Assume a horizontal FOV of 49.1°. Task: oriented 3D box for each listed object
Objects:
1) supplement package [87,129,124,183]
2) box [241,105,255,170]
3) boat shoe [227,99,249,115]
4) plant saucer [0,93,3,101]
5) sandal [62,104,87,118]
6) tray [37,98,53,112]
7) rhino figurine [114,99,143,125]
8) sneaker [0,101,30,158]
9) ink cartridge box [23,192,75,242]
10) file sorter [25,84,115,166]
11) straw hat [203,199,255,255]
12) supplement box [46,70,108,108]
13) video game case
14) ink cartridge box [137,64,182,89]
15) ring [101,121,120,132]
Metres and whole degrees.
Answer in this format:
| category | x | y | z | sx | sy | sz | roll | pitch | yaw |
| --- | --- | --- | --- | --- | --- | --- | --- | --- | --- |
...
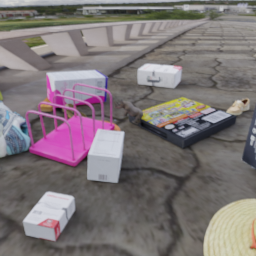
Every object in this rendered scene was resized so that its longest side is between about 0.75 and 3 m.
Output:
| category | x | y | z | sx | sy | sz | roll | pitch | yaw |
| --- | --- | --- | --- | --- | --- | --- | --- | --- | --- |
| supplement package | -0.493 | 0.623 | 6.587 | 0.700 | 0.674 | 1.231 | 7 | 26 | 2 |
| box | 4.515 | 0.512 | 5.636 | 2.986 | 1.554 | 2.719 | -5 | 26 | -19 |
| boat shoe | 3.878 | -0.764 | 9.851 | 1.193 | 0.413 | 0.440 | -22 | 33 | -38 |
| plant saucer | -6.143 | -1.664 | 10.870 | 1.986 | 0.476 | 1.989 | -15 | 51 | -27 |
| sandal | -1.819 | -0.453 | 9.399 | 1.136 | 0.307 | 0.456 | 36 | 47 | 29 |
| tray | -2.929 | -0.887 | 10.380 | 0.504 | 0.189 | 1.021 | 2 | 25 | 3 |
| rhino figurine | 0.003 | -0.536 | 8.445 | 1.024 | 0.448 | 0.306 | 34 | 11 | -8 |
| sneaker | -3.391 | 0.002 | 7.886 | 1.122 | 1.008 | 2.598 | -2 | 32 | -28 |
| ink cartridge box | -1.394 | 1.579 | 5.057 | 0.593 | 0.335 | 0.808 | 7 | 26 | 14 |
| file sorter | -1.467 | -0.214 | 7.438 | 1.416 | 1.278 | 2.038 | 14 | 33 | 22 |
| straw hat | 2.533 | 1.541 | 4.139 | 2.873 | 1.216 | 2.873 | 1 | 25 | 0 |
| supplement box | -1.905 | -1.492 | 10.442 | 2.012 | 1.018 | 1.040 | -10 | 30 | -30 |
| video game case | 1.725 | -0.287 | 8.969 | 2.561 | 0.327 | 2.314 | -20 | 32 | -34 |
| ink cartridge box | 1.447 | -2.412 | 12.911 | 1.752 | 0.743 | 1.276 | 12 | 28 | 20 |
| ring | -0.951 | 0.167 | 8.192 | 1.464 | 0.140 | 1.464 | 0 | 29 | 0 |
